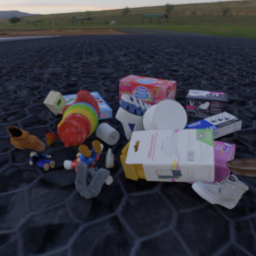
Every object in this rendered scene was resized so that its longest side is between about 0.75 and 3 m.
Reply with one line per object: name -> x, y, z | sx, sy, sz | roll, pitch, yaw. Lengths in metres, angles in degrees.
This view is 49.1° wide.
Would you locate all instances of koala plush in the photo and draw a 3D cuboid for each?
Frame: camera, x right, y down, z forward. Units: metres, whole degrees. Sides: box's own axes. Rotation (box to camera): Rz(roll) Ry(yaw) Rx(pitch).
koala plush -> -1.054, 1.593, 8.835 | 1.017, 1.054, 1.147 | 16, 7, 13

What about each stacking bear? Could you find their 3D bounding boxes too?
stacking bear -> -2.004, -0.194, 11.099 | 1.621, 1.518, 2.670 | -41, 16, 19

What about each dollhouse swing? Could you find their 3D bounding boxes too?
dollhouse swing -> 0.561, 1.086, 9.615 | 1.116, 1.154, 1.270 | -7, 20, 27

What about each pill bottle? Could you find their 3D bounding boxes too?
pill bottle -> 1.101, -0.035, 10.101 | 1.427, 1.427, 2.452 | -6, -14, -14

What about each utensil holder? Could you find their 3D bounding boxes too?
utensil holder -> -0.855, 0.269, 11.745 | 0.697, 0.697, 0.820 | -18, 33, -34

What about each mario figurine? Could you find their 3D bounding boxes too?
mario figurine -> -1.472, 0.923, 9.230 | 1.074, 1.739, 0.922 | 17, 55, -12

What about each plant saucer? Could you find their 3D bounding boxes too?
plant saucer -> 3.266, 1.045, 7.321 | 1.391, 0.254, 1.391 | -4, 4, 0

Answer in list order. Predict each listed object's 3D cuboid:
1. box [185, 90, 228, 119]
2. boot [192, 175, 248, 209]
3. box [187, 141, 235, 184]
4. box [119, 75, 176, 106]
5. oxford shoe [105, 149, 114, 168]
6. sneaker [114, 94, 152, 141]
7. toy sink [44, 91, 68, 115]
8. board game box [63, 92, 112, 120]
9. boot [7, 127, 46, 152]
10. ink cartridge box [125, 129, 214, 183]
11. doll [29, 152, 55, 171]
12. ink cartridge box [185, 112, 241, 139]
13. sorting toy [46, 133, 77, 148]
box -> 3.980, -1.184, 14.283 | 1.992, 1.143, 1.316 | 8, 27, 18
boot -> 2.544, 1.585, 7.599 | 1.877, 0.897, 0.690 | 25, 16, -41
box -> 2.515, 1.124, 9.586 | 1.925, 0.931, 1.693 | 11, 27, 24
box -> 1.045, -1.916, 15.523 | 2.912, 1.452, 1.390 | 14, 28, 26
oxford shoe -> -0.653, 1.119, 10.140 | 0.274, 0.357, 0.949 | 14, 32, -13
sneaker -> 0.620, -0.156, 12.105 | 2.899, 1.674, 1.171 | 25, 25, -18
toy sink -> -3.441, -1.149, 13.714 | 0.631, 1.126, 0.734 | 14, 65, 28
board game box -> -2.355, -1.142, 14.927 | 2.237, 0.541, 2.958 | -9, 26, -18
boot -> -4.122, 0.381, 10.532 | 1.770, 1.374, 0.679 | 18, 74, 29
ink cartridge box -> 1.257, 0.802, 8.271 | 2.420, 0.815, 1.417 | -1, 44, 15
doll -> -3.178, 1.173, 10.234 | 1.210, 0.293, 0.826 | 20, 31, 37
ink cartridge box -> 3.712, -0.023, 12.212 | 2.209, 0.488, 1.038 | -17, 30, -19
sorting toy -> -2.718, 0.588, 11.476 | 1.454, 0.504, 0.501 | 8, 50, 3
